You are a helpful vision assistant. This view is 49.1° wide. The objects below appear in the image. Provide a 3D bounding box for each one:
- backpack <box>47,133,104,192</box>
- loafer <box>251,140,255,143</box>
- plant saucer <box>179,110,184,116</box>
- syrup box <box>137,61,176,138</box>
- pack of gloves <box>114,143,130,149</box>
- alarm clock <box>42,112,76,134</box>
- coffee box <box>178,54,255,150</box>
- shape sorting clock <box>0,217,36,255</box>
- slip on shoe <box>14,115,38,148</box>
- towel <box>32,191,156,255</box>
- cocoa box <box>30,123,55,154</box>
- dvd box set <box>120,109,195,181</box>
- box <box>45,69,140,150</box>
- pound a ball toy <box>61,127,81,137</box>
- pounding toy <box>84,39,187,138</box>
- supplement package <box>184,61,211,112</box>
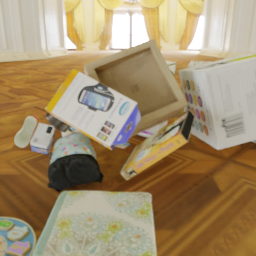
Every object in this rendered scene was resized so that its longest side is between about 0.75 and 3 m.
[{"bbox_3d":[-1.520,0.902,8.058,1.531,1.161,1.835,-6,18,-7],"label":"backpack"},{"bbox_3d":[4.998,0.263,10.361,0.813,0.711,2.262,1,20,-7],"label":"loafer"},{"bbox_3d":[1.872,-0.171,9.392,0.184,0.769,0.768,-16,-6,8],"label":"plant saucer"},{"bbox_3d":[0.990,-1.150,10.960,1.181,2.900,1.142,15,22,22],"label":"syrup box"},{"bbox_3d":[-0.430,0.636,10.295,0.924,0.182,0.777,11,12,19],"label":"pack of gloves"},{"bbox_3d":[-2.060,-0.125,8.627,1.182,0.394,0.798,40,3,-21],"label":"alarm clock"},{"bbox_3d":[3.588,-1.056,9.856,2.607,2.603,2.578,-15,14,-4],"label":"coffee box"},{"bbox_3d":[-2.881,2.358,5.151,2.283,0.448,2.283,0,20,0],"label":"shape sorting clock"},{"bbox_3d":[-3.533,0.131,9.814,0.543,1.466,0.449,32,26,-6],"label":"slip on shoe"},{"bbox_3d":[-0.564,2.111,5.657,2.173,0.611,2.539,3,20,1],"label":"towel"},{"bbox_3d":[-2.779,0.356,9.165,0.545,0.536,0.818,15,54,-5],"label":"cocoa box"},{"bbox_3d":[0.852,0.474,8.009,2.235,0.329,1.636,-38,8,32],"label":"dvd box set"},{"bbox_3d":[-0.833,-0.442,7.334,2.286,1.361,0.474,30,-12,9],"label":"box"},{"bbox_3d":[-1.928,0.106,10.558,1.085,0.707,1.665,-16,20,-17],"label":"pound a ball toy"},{"bbox_3d":[0.507,-0.977,9.205,2.985,2.748,2.122,-24,-9,-11],"label":"pounding toy"},{"bbox_3d":[3.489,-1.782,13.310,1.383,2.495,1.943,6,21,15],"label":"supplement package"}]
